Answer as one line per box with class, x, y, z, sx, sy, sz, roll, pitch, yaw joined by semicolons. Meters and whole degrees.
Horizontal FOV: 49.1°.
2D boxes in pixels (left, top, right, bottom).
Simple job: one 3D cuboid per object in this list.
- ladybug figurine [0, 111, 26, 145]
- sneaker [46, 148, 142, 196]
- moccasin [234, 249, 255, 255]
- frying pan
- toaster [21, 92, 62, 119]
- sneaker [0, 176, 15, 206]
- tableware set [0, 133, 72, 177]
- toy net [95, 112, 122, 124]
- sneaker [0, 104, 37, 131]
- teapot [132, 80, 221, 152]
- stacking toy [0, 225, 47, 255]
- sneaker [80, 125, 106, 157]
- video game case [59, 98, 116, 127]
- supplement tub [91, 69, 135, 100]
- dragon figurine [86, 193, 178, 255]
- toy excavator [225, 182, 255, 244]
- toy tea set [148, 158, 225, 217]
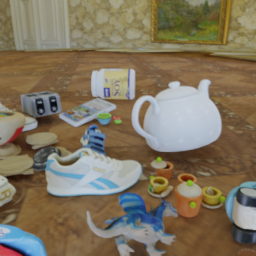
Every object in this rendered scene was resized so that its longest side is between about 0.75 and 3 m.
ladybug figurine;-4.617;-0.007;9.952;1.877;0.995;2.765;-1;10;-8
sneaker;-0.893;1.150;7.684;2.651;1.071;1.014;-4;20;-13
moccasin;1.583;2.652;3.707;1.054;1.113;2.882;12;24;28
frying pan;-2.539;1.120;8.728;1.028;0.277;1.699;-22;36;-8
toaster;-4.026;-1.092;12.883;1.418;0.931;1.568;-15;20;-39
sneaker;-3.240;1.714;6.454;1.416;0.903;2.451;-21;28;-36
tableware set;-3.332;0.844;9.514;2.461;0.342;2.946;-13;24;-30
toy net;-1.046;-0.668;13.291;1.130;0.416;2.153;-7;22;-15
sneaker;-5.209;-0.443;11.530;2.878;1.019;1.051;1;18;-29
teapot;1.732;-0.527;9.808;2.888;2.137;2.926;-11;12;10
stacking toy;-2.051;2.784;3.391;1.645;1.556;2.835;1;34;-3
sneaker;-1.151;0.483;9.580;0.703;0.782;1.902;24;11;-28
video game case;-1.929;-0.778;13.272;2.244;0.202;1.607;-27;33;-30
supplement tub;-0.827;-2.538;16.284;2.408;1.751;1.751;1;21;2
dragon figurine;0.064;1.803;5.467;2.564;0.754;1.275;20;16;-31
toy excavator;3.276;1.686;6.572;2.085;1.071;2.145;4;13;6
toy tea set;1.320;1.375;7.367;1.385;0.862;2.328;-16;26;-36
